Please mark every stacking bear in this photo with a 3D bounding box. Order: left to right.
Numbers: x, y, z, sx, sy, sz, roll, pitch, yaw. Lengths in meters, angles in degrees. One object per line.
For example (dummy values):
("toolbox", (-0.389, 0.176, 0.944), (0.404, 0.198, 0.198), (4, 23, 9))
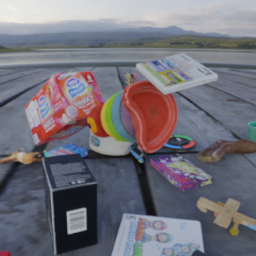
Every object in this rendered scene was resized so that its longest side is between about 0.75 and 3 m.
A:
("stacking bear", (-0.118, -0.224, 6.181), (1.248, 1.333, 2.195), (-27, 13, -37))

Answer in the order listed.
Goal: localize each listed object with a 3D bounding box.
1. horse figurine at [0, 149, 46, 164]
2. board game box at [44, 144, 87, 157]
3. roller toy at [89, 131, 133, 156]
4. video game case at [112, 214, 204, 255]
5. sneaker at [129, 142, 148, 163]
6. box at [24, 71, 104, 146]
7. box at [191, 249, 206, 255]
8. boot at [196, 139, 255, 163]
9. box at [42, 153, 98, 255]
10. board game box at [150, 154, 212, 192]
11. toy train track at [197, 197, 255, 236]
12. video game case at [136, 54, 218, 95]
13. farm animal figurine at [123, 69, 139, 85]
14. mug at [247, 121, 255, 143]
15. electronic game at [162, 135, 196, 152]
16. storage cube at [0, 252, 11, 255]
("horse figurine", (-3.960, 1.126, 10.876), (1.735, 0.433, 1.150), (5, 14, 20))
("board game box", (-2.474, 1.046, 11.217), (1.028, 0.304, 1.352), (15, 22, 36))
("roller toy", (-0.663, 0.365, 11.600), (1.799, 1.378, 1.972), (10, 12, 9))
("video game case", (0.687, 2.787, 6.342), (2.009, 0.261, 2.207), (3, 19, 9))
("sneaker", (0.639, 0.719, 11.217), (0.855, 0.731, 2.063), (-38, 5, 22))
("box", (-2.123, -0.552, 9.081), (1.393, 1.455, 2.919), (-15, -7, -39))
("box", (1.237, 3.080, 3.965), (1.823, 1.071, 1.793), (-28, 33, -37))
("boot", (3.892, 0.963, 10.984), (1.839, 0.634, 1.974), (0, 11, 41))
("box", (-1.483, 1.787, 6.959), (1.080, 1.743, 1.713), (-6, 21, -23))
("board game box", (1.816, 1.518, 9.975), (1.256, 0.338, 2.092), (-13, 23, -22))
("toy train track", (3.021, 2.514, 7.015), (2.696, 0.439, 1.546), (19, 19, 30))
("video game case", (0.774, -0.931, 4.663), (0.957, 0.116, 1.051), (-16, 39, -16))
("farm animal figurine", (0.314, -1.263, 9.706), (1.233, 1.219, 0.643), (19, 4, -41))
("mug", (5.884, 0.290, 12.492), (1.425, 0.881, 1.171), (-16, 20, -32))
("electronic game", (2.159, 0.646, 12.363), (1.617, 0.336, 1.617), (0, 19, 0))
("storage cube", (-2.595, 2.894, 4.737), (1.012, 1.184, 1.064), (0, 25, -3))
